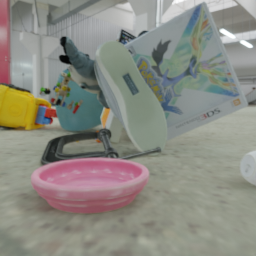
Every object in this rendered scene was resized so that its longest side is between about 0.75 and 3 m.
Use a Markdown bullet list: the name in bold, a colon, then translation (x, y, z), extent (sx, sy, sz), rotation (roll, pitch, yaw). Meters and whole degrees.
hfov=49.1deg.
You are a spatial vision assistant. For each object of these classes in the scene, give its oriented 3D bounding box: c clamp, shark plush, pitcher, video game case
- **c clamp**: translation (-0.759, 0.439, 6.156), extent (2.216, 0.351, 2.594), rotation (-11, 15, -13)
- **shark plush**: translation (-0.928, -1.623, 6.978), extent (1.262, 1.157, 2.778), rotation (53, 9, 32)
- **pitcher**: translation (2.156, 0.652, 4.023), extent (0.886, 0.537, 0.760), rotation (10, 13, -13)
- **video game case**: translation (1.259, -1.198, 6.914), extent (2.473, 2.713, 0.298), rotation (-25, 17, 16)

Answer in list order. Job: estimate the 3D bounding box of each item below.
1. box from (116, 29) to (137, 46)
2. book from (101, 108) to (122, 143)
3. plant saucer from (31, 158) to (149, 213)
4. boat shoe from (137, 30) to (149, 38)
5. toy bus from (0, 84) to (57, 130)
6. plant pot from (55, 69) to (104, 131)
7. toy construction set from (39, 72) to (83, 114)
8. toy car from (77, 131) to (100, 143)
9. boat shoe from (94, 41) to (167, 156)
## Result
- **box**: translation (0.148, -2.228, 8.550), extent (1.233, 1.224, 0.306), rotation (22, -28, -22)
- **book**: translation (-0.387, -0.685, 8.822), extent (0.570, 1.585, 2.373), rotation (15, 15, -10)
- **plant saucer**: translation (-0.477, 0.726, 3.673), extent (1.499, 0.380, 1.499), rotation (-1, 7, 0)
- **boat shoe**: translation (0.579, -1.281, 8.075), extent (1.119, 2.960, 0.893), rotation (-22, 44, -39)
- **toy bus**: translation (-4.211, -0.742, 12.209), extent (2.551, 1.803, 2.657), rotation (13, 3, -1)
- **plant pot**: translation (-1.731, -1.432, 11.041), extent (2.823, 1.901, 2.823), rotation (-15, 30, 9)
- **toy construction set**: translation (-1.577, -0.968, 7.281), extent (1.011, 0.777, 0.843), rotation (39, 25, -3)
- **toy car**: translation (-1.108, 0.370, 8.320), extent (0.875, 0.429, 0.291), rotation (-15, 48, 10)
- **boat shoe**: translation (0.020, -0.632, 6.454), extent (0.945, 2.708, 0.964), rotation (-27, 5, -18)
